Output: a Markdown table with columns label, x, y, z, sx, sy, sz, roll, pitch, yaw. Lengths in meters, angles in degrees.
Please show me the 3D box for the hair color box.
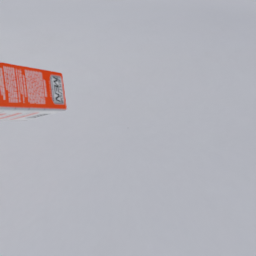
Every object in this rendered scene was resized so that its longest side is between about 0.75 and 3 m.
| label | x | y | z | sx | sy | sz | roll | pitch | yaw |
| --- | --- | --- | --- | --- | --- | --- | --- | --- | --- |
| hair color box | -1.955 | -0.454 | 3.740 | 1.047 | 0.631 | 2.062 | -10 | -4 | 33 |
